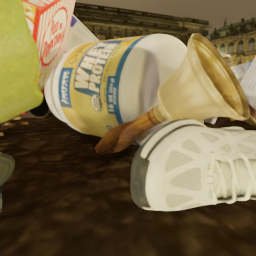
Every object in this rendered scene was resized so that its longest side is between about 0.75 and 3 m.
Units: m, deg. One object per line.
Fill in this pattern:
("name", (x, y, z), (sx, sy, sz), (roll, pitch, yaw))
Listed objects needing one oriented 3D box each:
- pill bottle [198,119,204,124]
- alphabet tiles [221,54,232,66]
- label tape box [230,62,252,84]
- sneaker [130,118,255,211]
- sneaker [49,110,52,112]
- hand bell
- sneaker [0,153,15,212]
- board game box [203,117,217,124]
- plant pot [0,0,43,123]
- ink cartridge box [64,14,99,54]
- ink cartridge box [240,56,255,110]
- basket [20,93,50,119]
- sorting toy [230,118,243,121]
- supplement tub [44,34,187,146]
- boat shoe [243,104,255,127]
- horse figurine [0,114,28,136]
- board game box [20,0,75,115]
("pill bottle", (0.744, -0.787, 7.686), (2.589, 1.481, 1.481), (4, 11, 20))
("alphabet tiles", (1.573, -1.549, 6.957), (1.875, 0.140, 1.917), (-1, 0, 23))
("label tape box", (3.928, -1.745, 10.553), (1.782, 0.589, 1.277), (-13, -24, -2))
("sneaker", (1.234, 0.385, 2.801), (2.376, 0.897, 1.367), (-6, 10, -41))
("sneaker", (-3.408, -1.008, 10.546), (2.937, 1.129, 1.301), (-7, 23, -22))
("hand bell", (0.331, -0.127, 4.044), (2.343, 1.220, 1.220), (-32, -10, 33))
("sneaker", (-1.435, 0.650, 2.686), (0.596, 0.544, 1.472), (7, 18, 3))
("board game box", (1.672, -1.005, 9.126), (2.691, 0.461, 1.809), (18, 29, 20))
("plant pot", (-1.496, -0.429, 1.860), (1.545, 1.681, 1.681), (-22, 19, -26))
("ink cartridge box", (-2.214, -2.286, 8.694), (2.846, 2.795, 0.616), (-25, 34, 43))
("ink cartridge box", (3.583, -0.773, 4.719), (1.745, 1.754, 2.390), (28, 3, -27))
("basket", (-4.199, -1.147, 9.193), (2.649, 1.801, 2.388), (-3, -1, 8))
("sorting toy", (3.872, -0.479, 8.507), (1.242, 0.737, 1.380), (16, 17, 33))
("supplement tub", (-0.244, -0.787, 5.931), (2.889, 2.090, 2.090), (10, 14, 42))
("boat shoe", (2.669, -0.665, 6.636), (1.671, 0.564, 0.602), (42, 1, -7))
("horse figurine", (-3.120, -0.067, 6.692), (1.038, 0.391, 1.566), (-4, 17, 12))
("board game box", (-1.979, -1.835, 6.293), (0.589, 2.542, 1.926), (23, 40, -3))
